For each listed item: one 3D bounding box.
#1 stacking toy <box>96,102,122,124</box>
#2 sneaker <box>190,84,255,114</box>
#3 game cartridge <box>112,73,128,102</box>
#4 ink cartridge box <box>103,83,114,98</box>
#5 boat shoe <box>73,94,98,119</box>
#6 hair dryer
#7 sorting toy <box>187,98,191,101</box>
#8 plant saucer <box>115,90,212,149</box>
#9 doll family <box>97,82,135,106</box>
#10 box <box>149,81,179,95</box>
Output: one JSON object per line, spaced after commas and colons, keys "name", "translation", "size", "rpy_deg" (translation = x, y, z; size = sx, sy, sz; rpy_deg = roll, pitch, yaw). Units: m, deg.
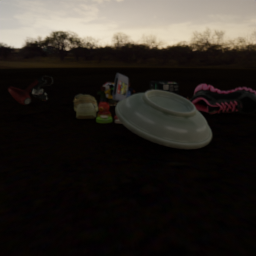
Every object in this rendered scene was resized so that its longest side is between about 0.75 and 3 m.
{"name": "stacking toy", "translation": [-0.552, -0.583, 10.289], "size": [1.375, 0.581, 1.244], "rpy_deg": [2, 15, 8]}
{"name": "sneaker", "translation": [3.775, -0.926, 11.196], "size": [2.911, 1.150, 1.388], "rpy_deg": [11, 41, 39]}
{"name": "game cartridge", "translation": [-0.267, -1.459, 10.333], "size": [0.200, 0.976, 0.650], "rpy_deg": [8, -1, 34]}
{"name": "ink cartridge box", "translation": [-0.635, -2.146, 15.863], "size": [1.431, 0.684, 1.630], "rpy_deg": [1, 15, 1]}
{"name": "boat shoe", "translation": [-1.745, -1.036, 11.391], "size": [1.008, 0.869, 2.763], "rpy_deg": [-2, 15, -6]}
{"name": "hair dryer", "translation": [-3.787, -1.407, 10.782], "size": [1.716, 0.466, 1.307], "rpy_deg": [-2, 49, 2]}
{"name": "sorting toy", "translation": [2.832, -1.220, 13.165], "size": [0.890, 0.312, 1.845], "rpy_deg": [13, 20, 39]}
{"name": "plant saucer", "translation": [1.088, -0.463, 7.989], "size": [2.864, 0.719, 2.864], "rpy_deg": [12, 26, -6]}
{"name": "doll family", "translation": [-0.547, -1.622, 13.222], "size": [1.819, 1.052, 0.714], "rpy_deg": [-10, 18, -35]}
{"name": "box", "translation": [1.912, -2.038, 15.107], "size": [1.031, 0.863, 1.388], "rpy_deg": [-7, 17, -24]}
